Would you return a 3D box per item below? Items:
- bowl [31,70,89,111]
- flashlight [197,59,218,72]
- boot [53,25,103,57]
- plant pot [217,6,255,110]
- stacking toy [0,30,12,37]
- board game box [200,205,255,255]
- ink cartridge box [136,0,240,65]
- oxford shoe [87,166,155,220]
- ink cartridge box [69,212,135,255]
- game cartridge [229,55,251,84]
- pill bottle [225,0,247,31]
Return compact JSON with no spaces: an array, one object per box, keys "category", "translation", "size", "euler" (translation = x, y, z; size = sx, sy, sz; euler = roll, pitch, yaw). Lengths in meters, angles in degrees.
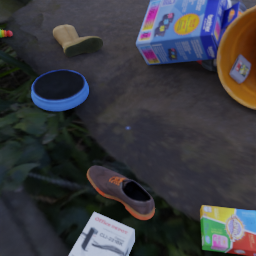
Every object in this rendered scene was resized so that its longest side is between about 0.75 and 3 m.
[{"category":"bowl","translation":[-2.042,-1.184,8.388],"size":[1.696,0.333,1.696],"euler":[0,45,0]},{"category":"flashlight","translation":[2.213,-2.934,9.782],"size":[0.960,0.956,2.825],"euler":[-49,49,6]},{"category":"boot","translation":[-1.913,-3.403,10.466],"size":[1.504,0.568,1.718],"euler":[-16,46,-16]},{"category":"plant pot","translation":[4.318,-2.054,7.883],"size":[2.457,2.684,2.684],"euler":[-21,47,-41]},{"category":"stacking toy","translation":[-4.951,-3.665,10.921],"size":[0.829,0.354,0.354],"euler":[-4,45,-12]},{"category":"board game box","translation":[1.948,1.940,5.325],"size":[1.073,0.216,0.821],"euler":[5,45,5]},{"category":"ink cartridge box","translation":[1.954,-3.190,8.786],"size":[2.939,1.122,2.005],"euler":[4,66,31]},{"category":"oxford shoe","translation":[-0.162,1.172,5.807],"size":[1.714,0.622,0.610],"euler":[27,51,24]},{"category":"ink cartridge box","translation":[-0.486,2.196,4.872],"size":[0.842,0.489,1.167],"euler":[18,48,17]},{"category":"game cartridge","translation":[3.314,-1.713,8.237],"size":[0.507,0.156,0.762],"euler":[36,73,-20]},{"category":"pill bottle","translation":[3.820,-4.581,11.053],"size":[1.382,1.382,2.602],"euler":[0,45,0]}]
